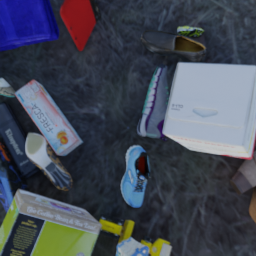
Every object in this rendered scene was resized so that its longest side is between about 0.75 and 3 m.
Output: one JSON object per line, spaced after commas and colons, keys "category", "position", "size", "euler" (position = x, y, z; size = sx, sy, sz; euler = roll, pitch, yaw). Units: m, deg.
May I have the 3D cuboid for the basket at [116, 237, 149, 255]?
{"category": "basket", "position": [0.241, 4.042, 8.189], "size": [1.369, 0.952, 1.207], "euler": [25, 115, 35]}

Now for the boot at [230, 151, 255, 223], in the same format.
{"category": "boot", "position": [4.863, 2.120, 9.122], "size": [2.152, 1.034, 2.944], "euler": [-30, 80, -5]}

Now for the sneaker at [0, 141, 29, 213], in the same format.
{"category": "sneaker", "position": [-4.290, 1.681, 9.283], "size": [1.172, 1.125, 2.988], "euler": [-33, 76, 6]}

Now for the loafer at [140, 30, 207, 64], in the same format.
{"category": "loafer", "position": [1.646, -3.071, 10.087], "size": [2.519, 0.911, 0.917], "euler": [17, 82, 6]}

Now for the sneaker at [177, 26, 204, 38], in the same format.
{"category": "sneaker", "position": [2.331, -3.633, 10.446], "size": [1.031, 0.389, 0.394], "euler": [1, 56, -10]}

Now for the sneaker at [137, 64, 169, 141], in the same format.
{"category": "sneaker", "position": [1.159, -0.867, 9.766], "size": [1.136, 0.966, 2.596], "euler": [16, 90, 0]}

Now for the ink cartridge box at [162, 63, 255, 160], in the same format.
{"category": "ink cartridge box", "position": [2.620, -0.383, 8.282], "size": [2.114, 2.910, 2.104], "euler": [9, 83, 28]}

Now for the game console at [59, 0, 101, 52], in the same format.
{"category": "game console", "position": [-1.920, -4.328, 9.460], "size": [1.553, 2.617, 2.255], "euler": [-36, 79, -4]}

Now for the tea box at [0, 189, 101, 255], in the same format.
{"category": "tea box", "position": [-2.463, 3.382, 8.153], "size": [2.410, 1.610, 2.371], "euler": [27, 80, -24]}

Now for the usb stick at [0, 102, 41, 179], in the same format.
{"category": "usb stick", "position": [-3.901, 0.401, 9.713], "size": [0.783, 0.460, 2.823], "euler": [-31, 82, -5]}

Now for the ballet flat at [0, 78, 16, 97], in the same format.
{"category": "ballet flat", "position": [-4.630, -1.499, 9.833], "size": [1.568, 0.532, 0.591], "euler": [13, 112, 19]}

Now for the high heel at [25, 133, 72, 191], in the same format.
{"category": "high heel", "position": [-2.693, 1.172, 9.494], "size": [0.792, 1.581, 2.218], "euler": [-36, 52, -13]}

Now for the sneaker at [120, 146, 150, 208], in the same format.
{"category": "sneaker", "position": [0.270, 1.601, 8.916], "size": [0.782, 0.897, 1.995], "euler": [0, 94, -21]}

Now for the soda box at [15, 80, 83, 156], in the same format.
{"category": "soda box", "position": [-2.700, -0.326, 9.600], "size": [0.839, 0.902, 2.638], "euler": [-36, 82, -1]}

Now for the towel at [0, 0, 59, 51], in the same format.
{"category": "towel", "position": [-3.887, -3.751, 9.538], "size": [2.750, 0.681, 2.031], "euler": [-5, 120, 17]}

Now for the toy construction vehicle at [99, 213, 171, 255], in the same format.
{"category": "toy construction vehicle", "position": [-0.028, 4.135, 8.948], "size": [2.491, 0.877, 2.169], "euler": [17, 69, 0]}
